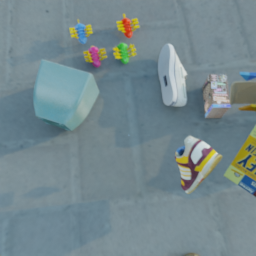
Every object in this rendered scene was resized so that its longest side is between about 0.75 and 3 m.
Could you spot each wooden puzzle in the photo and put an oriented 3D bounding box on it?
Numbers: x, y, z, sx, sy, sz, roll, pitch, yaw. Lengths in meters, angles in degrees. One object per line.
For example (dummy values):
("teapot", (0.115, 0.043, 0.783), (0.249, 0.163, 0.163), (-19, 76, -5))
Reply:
("wooden puzzle", (3.503, -0.999, 7.864), (1.312, 1.945, 0.227), (1, 64, 11))

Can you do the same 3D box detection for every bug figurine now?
("bug figurine", (-0.883, -3.506, 11.307), (2.764, 0.711, 2.143), (-9, 78, -7))

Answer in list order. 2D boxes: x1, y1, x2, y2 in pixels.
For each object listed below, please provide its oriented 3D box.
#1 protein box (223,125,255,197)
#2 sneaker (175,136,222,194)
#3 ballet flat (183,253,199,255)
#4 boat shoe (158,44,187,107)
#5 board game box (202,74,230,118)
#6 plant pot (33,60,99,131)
("protein box", (3.830, 0.579, 7.446), (1.309, 1.927, 1.941), (34, 36, 23))
("sneaker", (1.669, 0.960, 7.378), (0.820, 2.189, 0.986), (-37, 69, -25))
("ballet flat", (1.700, 4.290, 8.978), (1.314, 0.305, 0.443), (-5, 72, -2))
("boat shoe", (1.802, -2.019, 10.827), (0.903, 0.917, 2.587), (6, 66, -26))
("board game box", (3.230, -1.152, 10.349), (0.641, 1.056, 1.324), (0, 71, 1))
("plant pot", (-2.294, -0.979, 9.951), (1.851, 1.846, 1.885), (17, 78, 5))
